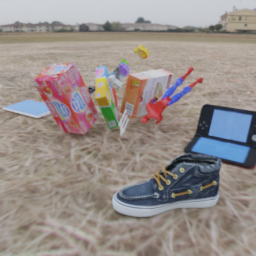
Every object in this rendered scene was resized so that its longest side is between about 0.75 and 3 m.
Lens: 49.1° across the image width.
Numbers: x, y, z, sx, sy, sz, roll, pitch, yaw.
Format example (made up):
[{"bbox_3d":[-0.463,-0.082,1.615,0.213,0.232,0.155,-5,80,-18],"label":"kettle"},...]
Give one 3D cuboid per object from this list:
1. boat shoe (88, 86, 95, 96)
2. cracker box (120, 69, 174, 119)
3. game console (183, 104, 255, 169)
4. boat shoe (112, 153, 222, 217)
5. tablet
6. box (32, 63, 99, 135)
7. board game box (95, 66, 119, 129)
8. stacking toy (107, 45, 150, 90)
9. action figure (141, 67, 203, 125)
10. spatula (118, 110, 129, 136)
[{"bbox_3d":[-1.502,-1.597,11.590,0.362,0.312,0.996,-23,19,27],"label":"boat shoe"},{"bbox_3d":[0.846,-1.503,11.941,0.732,1.699,2.537,29,31,29],"label":"cracker box"},{"bbox_3d":[3.341,0.173,9.593,2.312,1.992,1.372,13,-1,28],"label":"game console"},{"bbox_3d":[0.953,1.306,6.856,2.715,1.232,0.961,-4,23,-10],"label":"boat shoe"},{"bbox_3d":[-4.707,-0.941,13.775,2.509,0.171,1.633,12,26,29],"label":"tablet"},{"bbox_3d":[-2.255,-1.057,10.494,1.244,2.496,1.192,5,44,31],"label":"box"},{"bbox_3d":[-0.853,-1.249,11.316,0.428,1.624,2.122,-14,43,7],"label":"board game box"},{"bbox_3d":[-0.337,-2.282,11.822,1.978,0.616,2.623,-50,14,-19],"label":"stacking toy"},{"bbox_3d":[1.600,-1.106,11.355,2.858,0.933,1.415,-41,-3,-6],"label":"action figure"},{"bbox_3d":[-0.158,-0.176,9.723,0.069,0.595,0.856,2,44,20],"label":"spatula"}]
